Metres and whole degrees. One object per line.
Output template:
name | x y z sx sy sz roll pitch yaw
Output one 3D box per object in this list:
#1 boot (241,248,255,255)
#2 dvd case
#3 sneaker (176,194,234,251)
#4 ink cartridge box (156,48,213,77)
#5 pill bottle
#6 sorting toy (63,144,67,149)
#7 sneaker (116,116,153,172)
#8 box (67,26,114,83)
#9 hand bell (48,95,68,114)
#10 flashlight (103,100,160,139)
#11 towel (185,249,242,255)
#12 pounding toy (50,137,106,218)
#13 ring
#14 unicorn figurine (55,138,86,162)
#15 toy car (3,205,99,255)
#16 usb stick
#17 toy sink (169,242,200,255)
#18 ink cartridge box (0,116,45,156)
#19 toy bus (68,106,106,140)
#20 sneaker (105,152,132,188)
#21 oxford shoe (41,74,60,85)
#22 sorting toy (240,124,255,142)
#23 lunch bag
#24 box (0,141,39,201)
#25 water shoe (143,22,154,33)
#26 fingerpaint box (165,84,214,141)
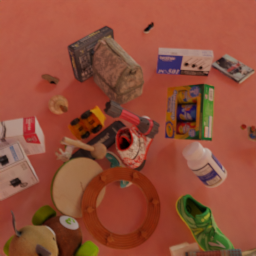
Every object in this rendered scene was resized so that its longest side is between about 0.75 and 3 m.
boot | 3.894 4.047 8.278 1.148 0.414 0.888 -13 53 -3
dvd case | 5.119 -2.923 13.752 1.247 0.188 1.708 -34 61 -23
sneaker | 2.333 3.035 8.706 0.838 0.945 2.262 -31 60 -22
ink cartridge box | 2.632 -3.095 13.258 2.502 1.176 0.553 4 53 4
pill bottle | 2.569 1.227 9.552 1.520 0.910 0.910 48 57 -17
sorting toy | -2.452 0.811 10.849 0.310 0.312 0.899 -21 43 15
sneaker | 0.284 0.219 10.462 0.870 1.396 2.605 -6 48 26
box | -1.622 -3.446 13.113 2.307 1.819 0.589 -39 59 -25
hand bell | -2.646 -0.833 11.174 0.824 0.824 1.582 -25 20 -18
flashlight | 0.134 -0.283 9.857 2.033 0.688 0.691 26 63 -24
towel | 2.524 4.588 7.634 1.683 0.249 2.295 -3 67 -2
pounding toy | -1.827 1.653 9.513 1.935 1.163 2.507 14 81 -37
ring | -0.183 2.524 9.035 2.617 0.251 2.617 5 67 -12
unicorn figurine | -2.166 0.742 10.247 0.779 0.419 1.134 27 74 -20
toy car | -2.301 3.073 7.550 2.245 2.733 2.156 32 60 21
usb stick | -1.196 0.703 10.710 2.777 0.453 0.770 -39 61 -21
toy sink | 1.703 3.752 8.368 0.794 0.445 0.518 -16 81 -7
ink cartridge box | -4.253 0.421 10.383 1.976 1.435 0.824 -9 57 -7
toy bus | -1.574 -0.288 11.264 1.341 0.910 1.287 -29 18 22
sneaker | -0.423 1.480 10.161 0.622 0.605 1.562 -33 59 -12
oxford shoe | -3.704 -2.275 13.175 0.929 0.327 0.348 14 60 12
sorting toy | 5.065 0.239 10.959 1.294 0.219 0.624 14 58 -1
lunch bag | -0.479 -2.535 12.194 1.669 2.009 2.395 -26 59 -24
box | -4.644 1.769 9.219 2.896 1.689 0.871 -27 57 -18
water shoe | 1.138 -5.648 15.731 0.316 0.348 0.883 29 58 20
fingerpaint box | 2.260 -0.549 10.470 0.740 2.016 1.682 5 -2 -43
